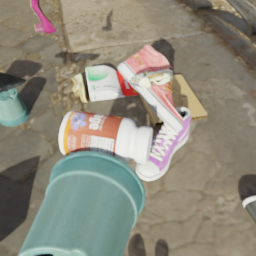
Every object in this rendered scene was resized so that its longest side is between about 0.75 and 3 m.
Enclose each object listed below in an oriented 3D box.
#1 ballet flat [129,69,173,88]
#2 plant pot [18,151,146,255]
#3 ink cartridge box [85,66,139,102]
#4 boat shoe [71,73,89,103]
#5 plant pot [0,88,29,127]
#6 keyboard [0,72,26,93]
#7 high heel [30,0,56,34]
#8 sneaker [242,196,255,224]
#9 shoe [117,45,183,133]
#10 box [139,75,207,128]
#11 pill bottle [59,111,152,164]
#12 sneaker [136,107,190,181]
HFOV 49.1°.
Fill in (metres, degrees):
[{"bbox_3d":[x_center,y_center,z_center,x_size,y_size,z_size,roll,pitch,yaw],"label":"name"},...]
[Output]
[{"bbox_3d":[0.584,-1.168,6.831,1.098,0.395,0.395,-12,47,-1],"label":"ballet flat"},{"bbox_3d":[-0.818,1.789,4.944,2.033,2.033,1.991,8,30,7],"label":"plant pot"},{"bbox_3d":[-0.633,-2.024,12.117,2.237,0.560,1.800,-9,48,-7],"label":"ink cartridge box"},{"bbox_3d":[-2.034,-1.605,11.727,0.547,0.610,1.648,-20,47,0],"label":"boat shoe"},{"bbox_3d":[-4.456,-0.846,10.566,1.159,1.135,1.159,0,47,0],"label":"plant pot"},{"bbox_3d":[-3.753,-1.133,7.410,2.281,0.452,1.187,18,34,37],"label":"keyboard"},{"bbox_3d":[-2.482,-3.433,8.196,0.613,1.276,0.430,-2,34,-4],"label":"high heel"},{"bbox_3d":[4.431,2.393,7.804,2.150,0.760,1.066,-8,49,-1],"label":"sneaker"},{"bbox_3d":[0.923,-1.176,7.894,1.189,0.934,2.615,-40,73,2],"label":"shoe"},{"bbox_3d":[1.655,-1.181,11.441,2.176,0.283,2.661,-10,48,-12],"label":"box"},{"bbox_3d":[-0.438,0.235,5.920,1.807,1.014,1.014,9,47,10],"label":"pill bottle"},{"bbox_3d":[1.159,0.344,9.133,1.014,1.595,2.797,26,53,21],"label":"sneaker"}]
